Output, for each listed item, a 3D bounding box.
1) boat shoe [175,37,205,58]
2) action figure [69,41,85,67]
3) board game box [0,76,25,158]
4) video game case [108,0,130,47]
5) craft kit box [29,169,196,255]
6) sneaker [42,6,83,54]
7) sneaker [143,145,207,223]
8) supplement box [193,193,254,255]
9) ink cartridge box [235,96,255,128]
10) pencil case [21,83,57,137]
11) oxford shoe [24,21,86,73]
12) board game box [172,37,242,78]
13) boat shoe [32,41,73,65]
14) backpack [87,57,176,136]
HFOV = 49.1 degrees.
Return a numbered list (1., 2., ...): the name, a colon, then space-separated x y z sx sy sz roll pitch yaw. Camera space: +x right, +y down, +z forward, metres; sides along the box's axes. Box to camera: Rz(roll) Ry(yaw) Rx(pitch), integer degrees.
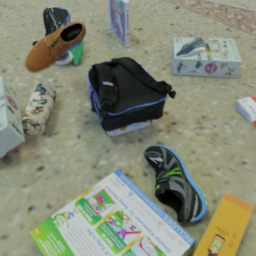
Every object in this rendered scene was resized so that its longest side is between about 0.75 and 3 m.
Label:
1. boat shoe: 1.717 -2.210 7.821 0.452 0.383 1.241 -8 5 -19
2. action figure: -2.581 -3.645 13.723 1.051 0.487 1.780 -5 51 -7
3. board game box: -4.685 -0.168 9.278 2.135 0.930 2.894 -31 48 2
4. video game case: -0.513 -5.848 14.663 0.294 2.334 2.561 -17 47 -15
5. craft kit box: -0.403 2.815 6.936 2.911 0.715 2.947 -29 51 -30
6. sneaker: -2.270 -3.467 9.972 1.269 2.847 1.118 -19 91 -17
7. sneaker: 1.153 1.503 8.050 1.109 0.949 2.677 -13 48 -23
8. supplement box: 2.230 2.801 6.829 0.814 0.842 2.447 25 48 25
9. ink cartridge box: 5.152 -0.566 10.584 1.409 0.435 1.737 -14 43 -14
10. pencil case: -3.354 -0.697 10.353 1.006 0.875 2.250 19 42 -15
11. oxford shoe: -2.114 -2.362 7.976 2.121 0.756 0.756 -40 15 -1
12. board game box: 3.548 -3.337 13.089 2.903 0.933 2.142 3 44 5
13. boat shoe: -3.684 -3.687 13.369 2.274 0.753 0.795 27 80 26
14. backpack: -0.199 -1.213 10.001 2.801 2.158 2.668 -13 57 -22
